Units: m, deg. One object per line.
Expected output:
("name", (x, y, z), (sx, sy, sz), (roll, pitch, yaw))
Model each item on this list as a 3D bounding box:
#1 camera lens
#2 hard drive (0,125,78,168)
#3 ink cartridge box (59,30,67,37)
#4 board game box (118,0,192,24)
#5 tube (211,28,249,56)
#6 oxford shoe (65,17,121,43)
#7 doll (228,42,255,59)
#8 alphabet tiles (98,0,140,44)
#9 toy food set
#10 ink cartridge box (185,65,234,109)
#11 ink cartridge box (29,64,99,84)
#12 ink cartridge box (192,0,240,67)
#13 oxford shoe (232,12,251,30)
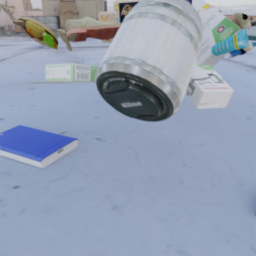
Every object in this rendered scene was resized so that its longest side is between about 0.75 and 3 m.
("camera lens", (0.475, -1.400, 5.912), (1.810, 1.810, 2.263), (12, 65, 27))
("hard drive", (-2.990, 0.487, 8.535), (2.420, 0.307, 1.596), (11, 25, 25))
("ink cartridge box", (-2.635, -4.127, 12.093), (0.659, 0.195, 0.823), (-35, 20, -8))
("board game box", (0.842, -3.296, 9.303), (2.553, 1.729, 0.442), (14, 29, 35))
("tube", (2.614, -2.128, 7.143), (0.300, 0.461, 1.190), (-15, 4, -21))
("oxford shoe", (-1.076, -3.397, 9.341), (2.042, 0.754, 0.723), (-10, -16, -21))
("doll", (3.690, -2.534, 9.109), (0.961, 0.341, 1.409), (-27, 7, 7))
("alphabet tiles", (0.094, -4.374, 12.342), (2.710, 2.771, 0.202), (0, 60, 0))
("toy food set", (-3.168, -3.219, 9.655), (2.371, 0.476, 1.637), (24, -10, 5))
("ink cartridge box", (1.788, -0.990, 6.612), (0.832, 0.481, 1.144), (-5, 43, -18))
("ink cartridge box", (-1.522, -1.315, 6.960), (1.849, 0.443, 1.345), (8, 12, 36))
("ink cartridge box", (2.384, -3.701, 10.923), (2.997, 2.170, 1.258), (48, 3, 20))
("oxford shoe", (3.705, -3.395, 8.925), (0.973, 0.344, 0.359), (6, -2, -40))
